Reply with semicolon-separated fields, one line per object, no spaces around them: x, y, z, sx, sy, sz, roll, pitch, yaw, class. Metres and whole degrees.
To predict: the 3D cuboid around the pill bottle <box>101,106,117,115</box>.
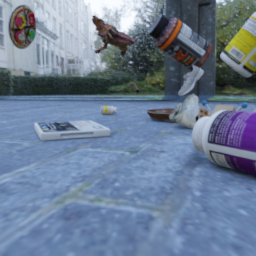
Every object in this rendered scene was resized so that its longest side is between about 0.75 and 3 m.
-0.998;-0.911;14.794;0.822;0.458;0.458;2;9;13;pill bottle

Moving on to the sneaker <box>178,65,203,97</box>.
1.904;-1.508;8.975;0.474;1.156;0.432;39;-13;-10;sneaker

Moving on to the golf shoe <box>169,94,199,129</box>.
2.395;-0.548;10.629;1.094;0.881;2.250;36;36;12;golf shoe

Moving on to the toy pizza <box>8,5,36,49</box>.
-2.913;-2.813;7.886;0.190;1.202;1.202;16;12;13;toy pizza

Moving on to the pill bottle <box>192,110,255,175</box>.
2.062;0.235;4.865;1.051;1.051;1.869;-6;10;-35;pill bottle

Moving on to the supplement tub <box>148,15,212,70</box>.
1.837;-3.125;10.162;2.223;1.189;1.189;30;1;-15;supplement tub

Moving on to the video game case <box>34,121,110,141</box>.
-1.859;0.051;8.953;2.009;0.258;2.210;-3;10;-22;video game case

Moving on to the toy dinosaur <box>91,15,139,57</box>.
-0.501;-3.940;12.282;2.504;1.075;1.697;3;-8;-21;toy dinosaur

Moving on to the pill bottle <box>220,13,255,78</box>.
4.218;-2.887;9.137;1.269;2.257;1.269;29;27;-16;pill bottle

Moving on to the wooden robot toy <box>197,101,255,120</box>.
2.952;-0.058;8.561;2.513;1.107;1.140;10;48;47;wooden robot toy

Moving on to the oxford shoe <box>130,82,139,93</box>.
0.384;-2.159;15.059;0.788;0.277;0.295;40;15;-46;oxford shoe

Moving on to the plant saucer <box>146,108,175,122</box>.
2.147;-0.578;12.599;2.680;0.430;2.680;1;8;0;plant saucer
